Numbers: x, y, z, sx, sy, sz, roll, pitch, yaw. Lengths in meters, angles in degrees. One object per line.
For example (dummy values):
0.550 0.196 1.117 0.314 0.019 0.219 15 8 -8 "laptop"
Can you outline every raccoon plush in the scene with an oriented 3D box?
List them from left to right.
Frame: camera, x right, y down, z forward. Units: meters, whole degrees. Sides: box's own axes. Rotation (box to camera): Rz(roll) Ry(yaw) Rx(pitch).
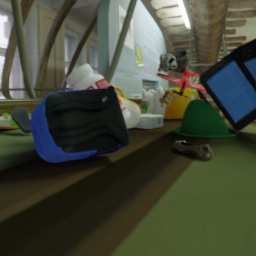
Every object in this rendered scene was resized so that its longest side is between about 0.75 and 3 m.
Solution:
1.447 -2.503 10.859 1.227 0.886 1.832 -9 11 -20 "raccoon plush"

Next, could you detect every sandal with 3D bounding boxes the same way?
-3.705 -0.226 9.849 0.617 0.347 1.622 -17 40 -25 "sandal"

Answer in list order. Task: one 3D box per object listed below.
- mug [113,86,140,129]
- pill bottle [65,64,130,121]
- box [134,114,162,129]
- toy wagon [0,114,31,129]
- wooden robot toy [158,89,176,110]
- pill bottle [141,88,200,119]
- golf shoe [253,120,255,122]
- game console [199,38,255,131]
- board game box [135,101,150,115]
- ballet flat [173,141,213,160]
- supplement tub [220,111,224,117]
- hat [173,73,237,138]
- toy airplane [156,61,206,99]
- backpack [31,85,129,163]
-0.210 -0.681 10.596 1.332 1.664 1.366 15 7 42 "mug"
-0.961 -0.862 8.649 1.165 2.075 1.165 -36 2 2 "pill bottle"
0.769 -0.262 11.215 0.917 0.481 0.844 7 11 41 "box"
-4.174 -0.322 11.700 2.456 0.486 1.905 -4 9 -34 "toy wagon"
1.731 -1.424 13.362 0.643 0.624 1.417 3 50 42 "wooden robot toy"
2.187 -1.271 14.460 2.865 1.591 1.591 -1 8 -6 "pill bottle"
6.157 -0.555 12.825 1.767 0.682 0.778 3 15 22 "golf shoe"
4.095 -1.354 9.248 1.514 2.551 2.199 -45 13 -23 "game console"
0.580 -0.949 13.359 0.180 0.683 0.893 26 -10 -37 "board game box"
1.513 0.455 6.611 0.456 0.314 1.354 -3 8 -20 "ballet flat"
5.604 -0.949 15.315 1.037 0.728 0.728 4 9 28 "supplement tub"
2.533 -0.894 9.625 2.032 2.160 2.453 -5 9 -36 "hat"
2.125 -1.830 10.625 2.202 0.405 2.202 6 46 -6 "toy airplane"
-1.089 0.053 5.813 1.768 1.437 1.484 -9 -16 -44 "backpack"
